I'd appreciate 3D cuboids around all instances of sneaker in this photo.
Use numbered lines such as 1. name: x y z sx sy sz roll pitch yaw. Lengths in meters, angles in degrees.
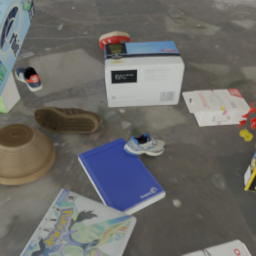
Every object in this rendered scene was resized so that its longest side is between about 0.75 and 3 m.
1. sneaker: 0.573 0.446 7.932 1.348 0.574 0.519 -2 37 -34
2. sneaker: -3.856 -2.097 10.772 0.638 0.719 1.702 -31 51 -29
3. sneaker: -1.891 -0.272 8.940 2.179 0.767 0.823 11 20 13

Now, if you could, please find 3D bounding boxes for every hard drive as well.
1. hard drive: -0.237 1.247 7.442 1.442 0.277 2.185 -21 46 -21

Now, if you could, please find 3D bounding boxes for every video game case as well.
1. video game case: -1.114 2.509 5.896 1.930 0.233 2.118 17 53 17

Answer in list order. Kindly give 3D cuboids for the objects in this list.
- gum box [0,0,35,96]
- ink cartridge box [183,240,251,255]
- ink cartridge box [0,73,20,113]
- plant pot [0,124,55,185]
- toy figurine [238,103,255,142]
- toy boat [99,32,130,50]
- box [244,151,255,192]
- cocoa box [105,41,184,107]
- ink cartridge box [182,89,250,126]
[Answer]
1. gum box: -3.315 -2.485 7.322 0.641 2.445 2.878 20 81 -12
2. ink cartridge box: 1.462 3.069 5.066 1.925 0.797 1.410 -10 43 -11
3. ink cartridge box: -5.311 -1.549 9.502 2.748 1.609 0.925 10 44 10
4. plant pot: -3.006 0.514 7.628 1.950 0.900 1.950 6 40 -5
5. toy figurine: 4.604 0.110 8.071 1.408 1.240 2.351 -21 47 -29
6. toy boat: -0.614 -3.633 12.351 0.955 0.957 1.464 -6 7 -41
7. box: 4.234 0.944 6.557 2.424 1.936 0.598 9 44 9
8. cocoa box: 0.465 -1.906 9.828 2.521 1.682 1.655 -3 43 -4
9. ink cartridge box: 2.808 -0.674 9.265 1.939 0.654 1.129 -3 43 -5
